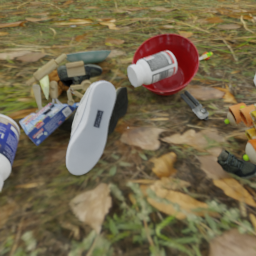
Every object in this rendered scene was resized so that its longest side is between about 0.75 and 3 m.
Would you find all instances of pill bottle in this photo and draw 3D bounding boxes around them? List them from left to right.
[{"bbox_3d":[-3.848,0.762,7.741,1.320,1.320,2.280,-5,40,-6],"label":"pill bottle"},{"bbox_3d":[0.895,-2.194,10.531,1.690,0.979,0.979,-23,42,-18],"label":"pill bottle"}]

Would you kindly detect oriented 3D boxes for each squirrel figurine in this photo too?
[{"bbox_3d":[-2.849,-1.739,11.677,1.324,1.004,1.418,29,59,18],"label":"squirrel figurine"}]

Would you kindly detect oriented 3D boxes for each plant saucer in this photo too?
[{"bbox_3d":[-1.970,-3.393,13.637,2.377,0.458,2.377,-5,12,1],"label":"plant saucer"}]

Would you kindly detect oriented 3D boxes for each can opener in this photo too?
[{"bbox_3d":[2.493,-0.805,10.521,0.375,0.470,1.407,-34,56,-1],"label":"can opener"}]

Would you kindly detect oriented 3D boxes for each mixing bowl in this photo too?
[{"bbox_3d":[1.554,-2.348,11.512,2.630,1.424,2.630,-4,70,11],"label":"mixing bowl"}]

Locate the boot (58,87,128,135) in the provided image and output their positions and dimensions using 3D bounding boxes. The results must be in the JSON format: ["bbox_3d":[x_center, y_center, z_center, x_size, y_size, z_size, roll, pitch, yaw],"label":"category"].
[{"bbox_3d":[-1.179,-0.746,10.229,1.889,1.058,2.731,1,27,20],"label":"boot"}]

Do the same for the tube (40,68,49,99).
[{"bbox_3d":[-3.245,-1.762,10.837,0.393,0.440,1.515,-37,48,13],"label":"tube"}]

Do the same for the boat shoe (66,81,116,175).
[{"bbox_3d":[-1.149,-0.017,8.303,1.033,2.808,0.918,24,-4,-30],"label":"boat shoe"}]

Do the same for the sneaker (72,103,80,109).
[{"bbox_3d":[-1.861,-0.765,10.720,0.848,0.314,0.349,-24,46,-27],"label":"sneaker"}]

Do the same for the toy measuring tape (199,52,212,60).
[{"bbox_3d":[3.877,-3.643,14.584,1.092,0.402,0.402,-25,41,-3],"label":"toy measuring tape"}]

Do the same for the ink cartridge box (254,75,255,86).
[{"bbox_3d":[6.142,-2.178,12.249,0.975,0.718,0.705,5,37,7],"label":"ink cartridge box"}]

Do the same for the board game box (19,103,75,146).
[{"bbox_3d":[-2.799,-0.253,9.118,1.665,0.514,1.666,8,49,50],"label":"board game box"}]

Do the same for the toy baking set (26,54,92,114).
[{"bbox_3d":[-2.430,-1.265,9.679,2.591,1.989,0.301,-31,34,5],"label":"toy baking set"}]

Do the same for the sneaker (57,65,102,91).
[{"bbox_3d":[-1.845,-1.984,11.158,1.796,0.687,1.029,-6,59,-23],"label":"sneaker"}]

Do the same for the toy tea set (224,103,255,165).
[{"bbox_3d":[3.561,0.127,8.457,1.050,1.687,2.837,-26,7,9],"label":"toy tea set"}]

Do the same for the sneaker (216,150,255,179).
[{"bbox_3d":[2.889,0.982,7.585,0.473,0.709,1.237,-55,24,-10],"label":"sneaker"}]
